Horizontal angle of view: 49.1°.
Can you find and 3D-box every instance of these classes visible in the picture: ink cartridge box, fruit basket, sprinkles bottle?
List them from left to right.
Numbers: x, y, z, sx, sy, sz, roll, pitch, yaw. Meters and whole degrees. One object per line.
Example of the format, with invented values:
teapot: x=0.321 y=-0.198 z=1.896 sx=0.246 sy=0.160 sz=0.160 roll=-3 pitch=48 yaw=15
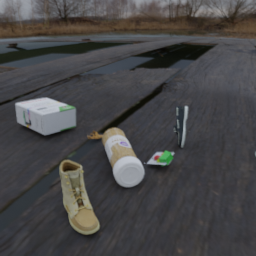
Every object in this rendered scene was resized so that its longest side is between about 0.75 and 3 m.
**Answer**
ink cartridge box: x=-3.620 y=-0.556 z=12.272 sx=2.234 sy=0.938 sz=1.618 roll=19 pitch=26 yaw=38
sprinkles bottle: x=-0.253 y=0.899 z=9.419 sx=0.905 sy=0.905 sz=2.651 roll=-6 pitch=24 yaw=-13
fruit basket: x=1.112 y=1.060 z=9.536 sx=0.758 sy=0.355 sz=0.702 roll=-11 pitch=23 yaw=44

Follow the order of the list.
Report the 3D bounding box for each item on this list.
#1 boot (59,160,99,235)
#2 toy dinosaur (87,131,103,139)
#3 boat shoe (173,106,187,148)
boot: x=-1.277 y=1.711 z=7.122 sx=0.633 sy=1.352 sz=1.739 roll=-12 pitch=27 yaw=-25
toy dinosaur: x=-1.207 y=0.352 z=11.357 sx=1.041 sy=0.314 sz=0.553 roll=-8 pitch=29 yaw=-28
boat shoe: x=2.008 y=-0.047 z=10.925 sx=0.492 sy=1.631 sz=0.617 roll=5 pitch=-13 yaw=11
